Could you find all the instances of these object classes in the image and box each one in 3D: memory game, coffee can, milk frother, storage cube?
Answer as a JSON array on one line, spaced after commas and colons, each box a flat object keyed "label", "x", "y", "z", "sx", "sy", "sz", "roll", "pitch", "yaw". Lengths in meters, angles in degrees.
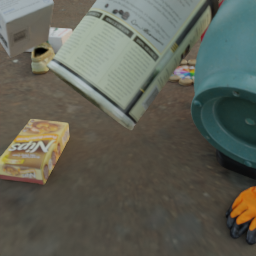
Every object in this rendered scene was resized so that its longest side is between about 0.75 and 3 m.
[{"label": "memory game", "x": 2.348, "y": -2.155, "z": 10.618, "sx": 2.301, "sy": 0.147, "sz": 2.301, "roll": 0, "pitch": 35, "yaw": 0}, {"label": "coffee can", "x": 0.075, "y": -1.482, "z": 4.873, "sx": 1.822, "sy": 1.822, "sz": 2.489, "roll": 35, "pitch": 87, "yaw": 39}, {"label": "milk frother", "x": 2.767, "y": 0.110, "z": 6.051, "sx": 1.551, "sy": 1.649, "sz": 1.488, "roll": 25, "pitch": 41, "yaw": 32}, {"label": "storage cube", "x": 3.591, "y": -1.872, "z": 7.250, "sx": 2.557, "sy": 2.689, "sz": 2.992, "roll": -4, "pitch": 3, "yaw": -7}]

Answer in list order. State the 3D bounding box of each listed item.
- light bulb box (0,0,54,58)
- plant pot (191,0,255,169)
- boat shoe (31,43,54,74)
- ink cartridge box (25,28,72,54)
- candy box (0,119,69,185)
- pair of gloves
[{"label": "light bulb box", "x": -2.339, "y": -2.527, "z": 5.508, "sx": 0.979, "sy": 1.569, "sz": 1.555, "roll": -33, "pitch": 2, "yaw": -22}, {"label": "plant pot", "x": 1.917, "y": -0.511, "z": 3.732, "sx": 2.550, "sy": 2.550, "sz": 1.709, "roll": 26, "pitch": 65, "yaw": 32}, {"label": "boat shoe", "x": -3.410, "y": -2.950, "z": 11.133, "sx": 0.795, "sy": 0.680, "sz": 2.168, "roll": -7, "pitch": 42, "yaw": -6}, {"label": "ink cartridge box", "x": -3.576, "y": -3.966, "z": 12.639, "sx": 1.895, "sy": 0.799, "sz": 1.384, "roll": 6, "pitch": 35, "yaw": 8}, {"label": "candy box", "x": -2.127, "y": 0.485, "z": 6.529, "sx": 1.006, "sy": 0.482, "sz": 1.743, "roll": 6, "pitch": 35, "yaw": 6}, {"label": "pair of gloves", "x": 2.866, "y": 1.755, "z": 4.935, "sx": 1.785, "sy": 0.248, "sz": 2.003, "roll": -27, "pitch": 44, "yaw": -33}]
